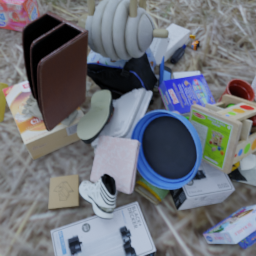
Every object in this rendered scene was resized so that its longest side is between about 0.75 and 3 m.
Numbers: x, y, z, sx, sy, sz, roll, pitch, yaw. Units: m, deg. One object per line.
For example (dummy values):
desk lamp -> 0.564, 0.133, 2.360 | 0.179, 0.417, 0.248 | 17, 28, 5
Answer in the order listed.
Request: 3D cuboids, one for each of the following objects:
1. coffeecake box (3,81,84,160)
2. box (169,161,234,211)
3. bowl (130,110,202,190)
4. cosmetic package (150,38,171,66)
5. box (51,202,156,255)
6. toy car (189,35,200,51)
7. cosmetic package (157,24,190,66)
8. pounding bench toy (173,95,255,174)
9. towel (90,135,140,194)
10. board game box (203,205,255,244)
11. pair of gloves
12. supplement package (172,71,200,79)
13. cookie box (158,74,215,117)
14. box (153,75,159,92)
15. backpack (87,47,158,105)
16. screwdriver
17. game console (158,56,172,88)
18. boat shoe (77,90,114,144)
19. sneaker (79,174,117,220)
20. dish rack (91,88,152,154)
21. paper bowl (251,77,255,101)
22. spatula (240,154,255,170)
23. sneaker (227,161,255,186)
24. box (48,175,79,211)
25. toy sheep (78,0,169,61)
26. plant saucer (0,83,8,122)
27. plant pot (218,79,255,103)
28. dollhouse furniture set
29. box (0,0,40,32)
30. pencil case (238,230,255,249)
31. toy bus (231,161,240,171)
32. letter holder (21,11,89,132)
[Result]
coffeecake box -> -2.774, -0.529, 9.443 | 1.998, 0.951, 2.603 | -25, 57, -17
box -> 1.750, 0.946, 8.253 | 1.529, 0.788, 2.622 | -5, 53, -19
bowl -> 0.941, 0.546, 7.142 | 2.015, 2.015, 0.396 | 42, 33, 27
cosmetic package -> 0.420, -3.368, 11.033 | 2.205, 1.118, 0.786 | 28, 17, 27
box -> -0.620, 2.898, 7.007 | 2.312, 0.695, 1.348 | -14, 54, -11
toy car -> 2.817, -3.741, 11.955 | 0.333, 0.999, 0.490 | 18, 72, 29
cosmetic package -> 1.638, -3.559, 11.973 | 0.930, 0.571, 2.254 | 32, 59, 24
pounding bench toy -> 2.434, -0.101, 7.787 | 1.742, 1.387, 2.233 | -19, 34, -35
towel -> -0.360, 0.938, 7.588 | 1.453, 0.234, 1.387 | 8, 85, 40
board game box -> 2.758, 2.367, 6.932 | 1.455, 1.451, 0.299 | -25, 74, -19
pair of gloves -> -2.239, -1.002, 9.004 | 1.748, 0.360, 2.055 | 16, 54, 5
supplement package -> 2.200, -1.345, 10.208 | 1.011, 0.720, 1.299 | -4, 52, -3
cookie box -> 1.898, -1.008, 9.106 | 1.475, 0.554, 1.261 | -11, 70, -17
box -> 0.809, -1.771, 10.843 | 0.923, 0.223, 0.731 | 11, 54, 8
backpack -> -0.283, -2.090, 9.738 | 2.378, 2.496, 1.923 | 10, 68, 24
screwdriver -> 2.529, -3.730, 12.186 | 0.416, 0.399, 2.860 | 38, 60, -10
game console -> 1.355, -1.858, 9.801 | 0.843, 0.584, 0.988 | 17, 69, -32
boat shoe -> -0.893, -0.264, 8.410 | 0.844, 0.723, 2.306 | -3, 36, 13
sneaker -> -0.715, 1.545, 7.284 | 0.622, 0.948, 1.647 | 12, 10, -34
dish rack -> -0.300, -0.307, 8.840 | 0.492, 1.938, 2.258 | 43, 50, -25
paper bowl -> 5.834, -1.589, 10.087 | 2.374, 1.234, 2.374 | -1, 53, 1
spatula -> 4.093, 0.186, 8.333 | 1.649, 0.190, 2.372 | -4, 54, 17
sneaker -> 3.546, 1.279, 8.308 | 2.103, 0.762, 0.756 | 16, 92, 27
box -> -1.855, 1.854, 8.102 | 0.847, 0.110, 1.036 | -6, 47, -4
toy sheep -> -0.200, -2.756, 7.758 | 2.691, 1.855, 1.855 | 14, 54, 23
plant saucer -> -5.448, -0.959, 10.084 | 1.922, 0.466, 1.922 | -7, 54, -5
plant pot -> 3.665, -1.010, 9.719 | 0.997, 0.970, 0.997 | 5, 61, -10
dollhouse furniture set -> 0.497, 1.259, 8.137 | 1.740, 0.873, 1.140 | 33, 59, 22
box -> -5.746, -5.542, 12.958 | 2.803, 1.438, 1.327 | 12, 54, 7
pencil case -> 3.286, 2.767, 7.293 | 0.963, 0.418, 0.376 | -23, 100, -16
toy bus -> 2.802, 0.855, 7.898 | 0.724, 0.374, 0.683 | 5, 51, -42
letter holder -> -2.114, -1.352, 7.409 | 1.271, 2.527, 1.796 | 30, 54, 13
